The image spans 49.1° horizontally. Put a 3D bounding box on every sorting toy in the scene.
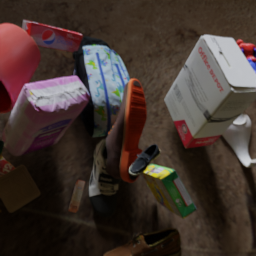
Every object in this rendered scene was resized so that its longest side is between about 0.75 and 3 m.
[{"bbox_3d":[-3.455,1.892,8.176,1.437,0.192,1.071,-31,85,-19],"label":"sorting toy"}]

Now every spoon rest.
[{"bbox_3d":[3.556,0.296,8.941,1.171,0.714,2.357,-5,51,-4],"label":"spoon rest"}]

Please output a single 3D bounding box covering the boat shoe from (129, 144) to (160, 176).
[{"bbox_3d":[0.363,0.704,6.308,0.943,0.293,0.352,-39,49,-24],"label":"boat shoe"}]

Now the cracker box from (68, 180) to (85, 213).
[{"bbox_3d":[-1.359,1.810,7.398,0.219,0.510,0.761,16,62,-11],"label":"cracker box"}]

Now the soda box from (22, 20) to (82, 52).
[{"bbox_3d":[-2.516,-3.020,9.391,1.957,0.685,0.621,-3,23,-45],"label":"soda box"}]

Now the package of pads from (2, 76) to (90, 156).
[{"bbox_3d":[-2.264,-0.264,7.438,1.551,2.575,0.974,-19,74,-43],"label":"package of pads"}]

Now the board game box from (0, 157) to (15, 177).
[{"bbox_3d":[-4.451,1.151,8.647,2.217,0.332,1.059,34,68,18],"label":"board game box"}]

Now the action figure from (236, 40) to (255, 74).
[{"bbox_3d":[4.502,-2.276,10.142,0.850,0.672,2.600,-6,59,-9],"label":"action figure"}]

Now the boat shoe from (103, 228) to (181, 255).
[{"bbox_3d":[0.322,3.086,7.272,2.150,0.773,0.731,-10,106,-13],"label":"boat shoe"}]

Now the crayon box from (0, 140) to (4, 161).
[{"bbox_3d":[-4.023,0.582,7.737,0.990,1.575,0.406,34,54,-8],"label":"crayon box"}]

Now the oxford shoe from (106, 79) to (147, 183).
[{"bbox_3d":[-0.154,0.037,7.104,0.936,0.918,2.580,6,89,33],"label":"oxford shoe"}]

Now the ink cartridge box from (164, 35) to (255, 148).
[{"bbox_3d":[2.267,-0.943,7.980,1.115,2.674,1.942,-4,58,-22],"label":"ink cartridge box"}]

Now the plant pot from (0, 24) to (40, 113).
[{"bbox_3d":[-3.770,-1.876,8.222,2.214,2.214,1.959,20,53,10],"label":"plant pot"}]

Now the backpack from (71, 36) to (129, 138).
[{"bbox_3d":[-0.770,-1.007,8.392,2.084,2.211,2.710,8,46,-11],"label":"backpack"}]

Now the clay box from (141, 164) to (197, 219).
[{"bbox_3d":[0.939,1.563,7.332,0.459,1.931,1.109,-31,95,-12],"label":"clay box"}]

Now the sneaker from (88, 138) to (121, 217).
[{"bbox_3d":[-0.635,1.341,8.060,0.858,1.025,2.316,5,66,-19],"label":"sneaker"}]
